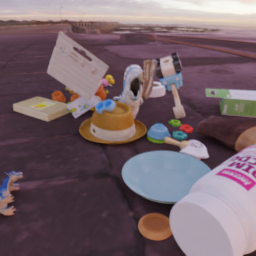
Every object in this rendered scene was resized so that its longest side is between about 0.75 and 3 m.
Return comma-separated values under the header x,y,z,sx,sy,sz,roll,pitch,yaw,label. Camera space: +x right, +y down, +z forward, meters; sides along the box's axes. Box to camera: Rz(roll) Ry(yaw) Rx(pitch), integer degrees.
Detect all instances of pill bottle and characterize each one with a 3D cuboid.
x,y,z,sx,sy,sz,roll,pitch,yaw,label
2.286,1.529,5.818,2.849,1.615,1.615,-21,32,-38,pill bottle

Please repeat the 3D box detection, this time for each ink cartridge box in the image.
x,y,z,sx,sy,sz,roll,pitch,yaw,label
-1.887,-2.367,10.770,2.108,2.594,0.740,35,53,-8,ink cartridge box
4.957,-1.168,12.854,2.805,0.832,1.456,6,25,12,ink cartridge box

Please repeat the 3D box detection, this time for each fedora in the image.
x,y,z,sx,sy,sz,roll,pitch,yaw,label
-0.593,-0.334,10.653,2.703,1.102,2.703,0,23,0,fedora

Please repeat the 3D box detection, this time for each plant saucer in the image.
x,y,z,sx,sy,sz,roll,pitch,yaw,label
0.613,2.156,6.229,0.777,0.145,0.777,0,24,0,plant saucer
1.040,1.387,7.567,2.425,0.467,2.425,0,25,0,plant saucer

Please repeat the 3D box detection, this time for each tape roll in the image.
x,y,z,sx,sy,sz,roll,pitch,yaw,label
1.341,-2.127,15.439,1.425,0.498,1.425,0,23,0,tape roll

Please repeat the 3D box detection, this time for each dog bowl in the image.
x,y,z,sx,sy,sz,roll,pitch,yaw,label
-0.824,-0.766,9.882,0.756,0.187,0.422,-14,54,22,dog bowl

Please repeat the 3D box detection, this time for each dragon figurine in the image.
x,y,z,sx,sy,sz,roll,pitch,yaw,label
-3.417,1.724,6.577,2.208,0.650,1.098,-21,31,-40,dragon figurine

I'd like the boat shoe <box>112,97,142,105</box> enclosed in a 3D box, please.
x,y,z,sx,sy,sz,roll,pitch,yaw,label
-0.093,-1.197,13.372,1.543,0.546,0.491,-1,23,17,boat shoe

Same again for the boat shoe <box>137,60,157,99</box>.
x,y,z,sx,sy,sz,roll,pitch,yaw,label
0.602,-1.663,9.550,0.545,0.574,1.517,9,66,10,boat shoe

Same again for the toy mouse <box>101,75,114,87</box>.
x,y,z,sx,sy,sz,roll,pitch,yaw,label
-1.801,-2.901,17.258,2.001,0.436,2.252,-8,25,-18,toy mouse

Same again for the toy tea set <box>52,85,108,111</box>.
x,y,z,sx,sy,sz,roll,pitch,yaw,label
-2.342,-1.447,13.802,2.721,1.007,1.618,9,55,13,toy tea set

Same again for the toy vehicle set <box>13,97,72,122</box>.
x,y,z,sx,sy,sz,roll,pitch,yaw,label
-3.956,-0.915,12.929,2.356,0.312,1.464,15,28,31,toy vehicle set

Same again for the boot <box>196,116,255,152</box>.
x,y,z,sx,sy,sz,roll,pitch,yaw,label
4.199,-0.125,10.188,2.430,1.057,2.921,24,37,38,boot

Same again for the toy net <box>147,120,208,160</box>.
x,y,z,sx,sy,sz,roll,pitch,yaw,label
1.851,0.490,9.591,1.476,0.543,2.813,-8,27,-25,toy net

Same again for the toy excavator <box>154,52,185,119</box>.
x,y,z,sx,sy,sz,roll,pitch,yaw,label
1.956,-1.808,12.071,1.118,2.239,2.177,-16,33,14,toy excavator

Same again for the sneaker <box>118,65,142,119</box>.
x,y,z,sx,sy,sz,roll,pitch,yaw,label
0.123,-1.180,10.839,0.866,2.311,1.002,0,32,-9,sneaker

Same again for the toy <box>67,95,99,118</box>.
x,y,z,sx,sy,sz,roll,pitch,yaw,label
-2.000,-1.010,12.531,1.293,0.305,0.744,-33,74,-14,toy
